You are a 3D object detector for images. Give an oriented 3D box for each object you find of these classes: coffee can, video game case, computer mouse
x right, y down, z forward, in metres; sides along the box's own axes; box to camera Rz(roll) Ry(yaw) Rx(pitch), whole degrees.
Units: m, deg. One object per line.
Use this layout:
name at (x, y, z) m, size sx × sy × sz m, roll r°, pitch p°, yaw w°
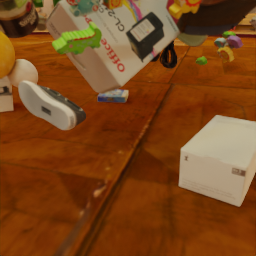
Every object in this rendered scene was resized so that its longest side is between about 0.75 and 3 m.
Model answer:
coffee can at (-2.875, -3.073, 6.601) m, size 1.131 × 1.131 × 1.545 m, roll -1°, pitch -21°, yaw -3°
video game case at (-0.530, -1.183, 10.244) m, size 0.998 × 0.227 × 0.904 m, roll 3°, pitch 23°, yaw 7°
computer mouse at (0.404, -2.664, 8.721) m, size 2.299 × 1.592 × 0.606 m, roll 11°, pitch 24°, yaw 35°

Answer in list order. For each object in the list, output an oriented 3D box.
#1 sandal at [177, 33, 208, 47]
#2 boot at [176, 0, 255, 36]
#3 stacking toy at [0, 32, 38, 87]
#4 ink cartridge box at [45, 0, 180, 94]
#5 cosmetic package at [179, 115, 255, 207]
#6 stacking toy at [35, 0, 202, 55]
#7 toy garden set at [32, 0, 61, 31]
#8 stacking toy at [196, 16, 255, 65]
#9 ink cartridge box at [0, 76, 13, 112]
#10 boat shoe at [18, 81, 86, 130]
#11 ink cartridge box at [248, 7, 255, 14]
sandal at (1.806, -3.537, 9.005) m, size 0.973 × 1.085 × 2.958 m, roll 10°, pitch 38°, yaw -49°
boot at (2.436, -2.954, 6.164) m, size 2.996 × 1.119 × 1.452 m, roll -15°, pitch -16°, yaw -13°
stacking toy at (-2.560, -1.283, 4.799) m, size 2.185 × 1.597 × 1.597 m, roll 33°, pitch -2°, yaw -41°
ink cartridge box at (-0.093, -2.525, 6.685) m, size 2.910 × 2.121 × 1.205 m, roll -46°, pitch 20°, yaw -23°
cosmetic package at (1.952, 0.511, 5.572) m, size 1.180 × 0.848 × 2.091 m, roll 15°, pitch 29°, yaw 32°
stacking toy at (-0.338, -2.298, 4.645) m, size 2.634 × 0.619 × 1.986 m, roll -26°, pitch 55°, yaw -18°
toy garden set at (-3.088, -3.650, 7.983) m, size 2.817 × 2.348 × 0.562 m, roll -8°, pitch 65°, yaw -11°
stacking toy at (2.727, -2.361, 7.758) m, size 1.346 × 0.420 × 1.786 m, roll -42°, pitch 16°, yaw -4°
ink cartridge box at (-4.116, -1.309, 9.117) m, size 0.573 × 1.361 × 0.984 m, roll -7°, pitch 24°, yaw -22°
boat shoe at (-0.672, -0.227, 2.485) m, size 0.755 × 0.264 × 0.250 m, roll 27°, pitch 32°, yaw 31°
ink cartridge box at (2.878, -3.854, 6.977) m, size 0.467 × 1.864 × 1.500 m, roll -38°, pitch 36°, yaw -26°
